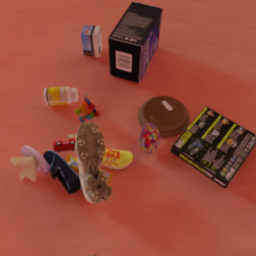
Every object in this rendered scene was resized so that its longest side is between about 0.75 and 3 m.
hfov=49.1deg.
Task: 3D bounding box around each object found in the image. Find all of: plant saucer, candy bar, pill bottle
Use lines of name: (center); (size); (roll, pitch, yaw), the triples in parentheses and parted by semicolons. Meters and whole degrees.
plant saucer: (1.483, -0.567, 11.664); (2.168, 0.319, 2.168); (0, 54, 0)
candy bar: (-1.464, 1.513, 10.226); (2.009, 0.223, 0.501); (21, 53, 15)
pill bottle: (-2.860, -1.370, 11.959); (1.331, 0.748, 0.748); (-4, 55, -4)

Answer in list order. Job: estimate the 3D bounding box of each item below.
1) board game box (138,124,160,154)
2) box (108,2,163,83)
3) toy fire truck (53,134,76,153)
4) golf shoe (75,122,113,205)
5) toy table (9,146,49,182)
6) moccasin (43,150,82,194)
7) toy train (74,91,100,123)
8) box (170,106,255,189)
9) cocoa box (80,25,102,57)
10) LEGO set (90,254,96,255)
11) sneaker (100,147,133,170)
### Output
board game box: (0.883, 0.403, 10.623); (0.929, 0.229, 1.176); (34, 63, -25)
box: (0.356, -3.951, 12.889); (1.559, 2.211, 2.988); (18, 58, 11)
toy fire truck: (-2.025, 0.452, 10.365); (1.449, 0.353, 1.022); (-5, 28, -11)
golf shoe: (-1.373, 1.204, 9.424); (1.069, 1.327, 2.730); (0, 73, -30)
toy table: (-3.528, 1.284, 9.932); (1.276, 1.173, 0.747); (29, 43, 18)
moccasin: (-2.434, 1.520, 9.860); (1.949, 0.784, 0.665); (37, 51, 24)
toy train: (-1.756, -0.795, 10.905); (0.822, 1.421, 0.601); (-36, 51, -6)
box: (3.301, 0.636, 10.645); (2.417, 0.595, 2.503); (33, 61, 23)
cocoa box: (-1.776, -4.233, 13.674); (0.825, 1.257, 0.838); (7, 54, 6)
LEGO set: (-1.839, 4.222, 8.092); (2.022, 0.573, 1.313); (-28, 59, -18)
sneaker: (-0.712, 1.022, 10.190); (1.823, 0.823, 0.713); (0, 54, 2)
